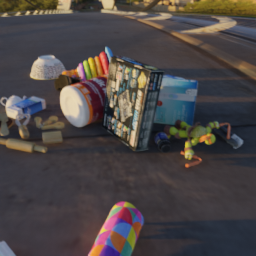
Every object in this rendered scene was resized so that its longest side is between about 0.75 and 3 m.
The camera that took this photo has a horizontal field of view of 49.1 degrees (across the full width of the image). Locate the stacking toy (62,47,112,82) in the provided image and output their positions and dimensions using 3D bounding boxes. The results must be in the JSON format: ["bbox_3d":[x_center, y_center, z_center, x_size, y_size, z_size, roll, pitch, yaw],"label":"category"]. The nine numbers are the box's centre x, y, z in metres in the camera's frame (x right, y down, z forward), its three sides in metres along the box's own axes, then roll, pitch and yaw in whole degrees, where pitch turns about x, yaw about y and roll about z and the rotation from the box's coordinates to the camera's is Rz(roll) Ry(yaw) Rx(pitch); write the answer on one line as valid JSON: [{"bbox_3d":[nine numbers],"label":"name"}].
[{"bbox_3d":[-2.030,-2.915,14.343,2.777,1.612,1.524,-13,69,-6],"label":"stacking toy"}]

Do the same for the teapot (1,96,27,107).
[{"bbox_3d":[-4.867,-1.097,11.975,0.775,0.574,0.786,16,33,28],"label":"teapot"}]

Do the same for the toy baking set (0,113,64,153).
[{"bbox_3d":[-3.511,0.113,9.800,2.719,0.316,2.087,8,31,2],"label":"toy baking set"}]

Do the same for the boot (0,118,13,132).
[{"bbox_3d":[-4.910,-0.415,9.971,0.550,1.264,1.520,23,36,36],"label":"boot"}]

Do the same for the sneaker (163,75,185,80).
[{"bbox_3d":[1.770,-2.113,13.598,2.478,0.916,1.019,13,28,10],"label":"sneaker"}]

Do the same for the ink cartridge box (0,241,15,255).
[{"bbox_3d":[-2.681,2.921,4.717,1.518,0.533,1.867,27,22,35],"label":"ink cartridge box"}]

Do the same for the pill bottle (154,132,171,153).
[{"bbox_3d":[1.139,0.484,9.181,0.438,0.438,0.783,-4,28,-8],"label":"pill bottle"}]

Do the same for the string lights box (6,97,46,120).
[{"bbox_3d":[-4.236,-0.843,11.661,0.728,0.418,1.417,17,33,29],"label":"string lights box"}]

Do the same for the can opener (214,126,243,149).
[{"bbox_3d":[3.366,0.236,9.564,0.455,0.363,1.362,37,11,-30],"label":"can opener"}]

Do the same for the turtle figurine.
[{"bbox_3d":[2.049,0.259,9.118,2.327,0.749,1.876,-41,35,-27],"label":"turtle figurine"}]

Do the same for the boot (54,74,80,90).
[{"bbox_3d":[-2.759,-2.289,13.666,1.243,0.696,1.798,-12,10,-30],"label":"boot"}]

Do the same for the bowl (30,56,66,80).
[{"bbox_3d":[-4.640,-3.580,16.159,2.099,0.985,2.099,0,28,0],"label":"bowl"}]

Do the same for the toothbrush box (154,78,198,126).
[{"bbox_3d":[1.497,-1.026,10.780,2.156,1.579,0.920,8,29,13],"label":"toothbrush box"}]

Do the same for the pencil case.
[{"bbox_3d":[-0.297,2.324,5.439,0.842,0.842,1.906,10,28,18],"label":"pencil case"}]

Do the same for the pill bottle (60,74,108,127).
[{"bbox_3d":[-1.104,-1.218,11.056,1.584,1.584,2.774,24,38,37],"label":"pill bottle"}]

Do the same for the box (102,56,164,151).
[{"bbox_3d":[0.035,-0.853,9.245,0.607,2.637,2.096,-7,26,-37],"label":"box"}]
